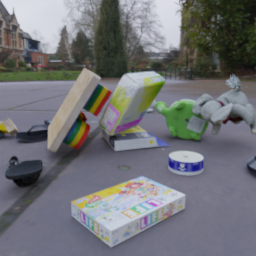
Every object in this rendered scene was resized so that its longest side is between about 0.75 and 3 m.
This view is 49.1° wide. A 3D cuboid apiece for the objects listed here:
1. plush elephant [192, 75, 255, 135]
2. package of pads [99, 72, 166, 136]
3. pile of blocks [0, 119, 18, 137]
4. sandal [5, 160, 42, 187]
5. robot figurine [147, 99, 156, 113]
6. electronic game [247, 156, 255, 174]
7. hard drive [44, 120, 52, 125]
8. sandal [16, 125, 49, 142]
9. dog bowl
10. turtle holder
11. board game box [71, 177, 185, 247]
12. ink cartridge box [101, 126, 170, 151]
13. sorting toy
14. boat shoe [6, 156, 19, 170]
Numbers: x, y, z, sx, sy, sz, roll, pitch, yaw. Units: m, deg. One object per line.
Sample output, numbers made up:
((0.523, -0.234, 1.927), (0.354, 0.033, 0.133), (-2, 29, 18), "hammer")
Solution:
((3.422, -0.529, 10.067), (1.749, 2.259, 1.860), (-29, 26, 0), "plush elephant")
((0.101, -0.873, 9.813), (0.784, 2.300, 1.777), (44, 34, 20), "package of pads")
((-5.803, 0.090, 11.712), (2.714, 1.114, 0.843), (12, -27, 12), "pile of blocks")
((-2.631, 1.214, 7.416), (0.802, 0.510, 2.133), (-3, 1, -8), "sandal")
((1.093, -1.467, 17.630), (1.515, 0.855, 1.285), (-9, 50, -32), "robot figurine")
((4.405, 1.095, 7.772), (2.056, 0.428, 2.056), (-2, 9, 0), "electronic game")
((-3.573, -0.274, 14.085), (1.120, 0.184, 0.782), (-7, 15, -26), "hard drive")
((-3.287, 0.085, 11.685), (2.771, 0.593, 1.053), (-9, 16, -35), "sandal")
((1.680, 1.021, 8.189), (1.011, 0.398, 1.011), (0, 13, 0), "dog bowl")
((2.211, -0.378, 11.528), (2.097, 1.594, 1.489), (-7, 14, 14), "turtle holder")
((0.031, 1.609, 5.811), (1.990, 0.341, 1.338), (-11, 18, -40), "board game box")
((0.225, 0.321, 11.003), (2.147, 0.505, 2.122), (-6, 14, -17), "ink cartridge box")
((-1.734, -0.600, 9.980), (0.970, 2.770, 2.787), (31, 5, -21), "sorting toy")
((-3.298, 1.076, 8.047), (0.372, 0.353, 1.065), (-3, 14, -13), "boat shoe")
